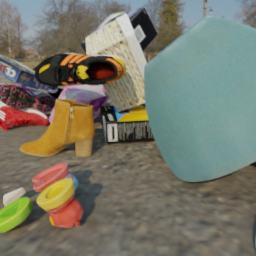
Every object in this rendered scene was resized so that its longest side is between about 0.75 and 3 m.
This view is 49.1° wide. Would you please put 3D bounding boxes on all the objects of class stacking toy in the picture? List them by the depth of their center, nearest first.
[{"bbox_3d":[-1.146,1.050,3.778,1.117,0.521,1.234,-29,16,-7],"label":"stacking toy"}]

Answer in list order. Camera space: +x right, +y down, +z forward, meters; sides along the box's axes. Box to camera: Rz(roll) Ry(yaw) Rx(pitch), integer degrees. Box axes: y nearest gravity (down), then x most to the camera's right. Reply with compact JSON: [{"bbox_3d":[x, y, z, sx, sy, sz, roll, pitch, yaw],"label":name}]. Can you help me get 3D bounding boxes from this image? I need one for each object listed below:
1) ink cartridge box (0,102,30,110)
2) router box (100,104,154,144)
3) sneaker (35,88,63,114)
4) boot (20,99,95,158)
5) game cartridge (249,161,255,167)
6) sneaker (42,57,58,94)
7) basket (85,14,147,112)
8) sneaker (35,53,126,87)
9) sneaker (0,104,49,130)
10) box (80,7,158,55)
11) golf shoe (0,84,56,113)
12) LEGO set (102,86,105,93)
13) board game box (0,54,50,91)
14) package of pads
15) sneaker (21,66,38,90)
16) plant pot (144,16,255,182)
[{"bbox_3d":[-4.098,-0.616,9.416,1.433,0.598,1.040,13,23,39],"label":"ink cartridge box"},{"bbox_3d":[0.146,-0.197,7.813,1.745,0.597,2.339,-3,14,-8],"label":"router box"},{"bbox_3d":[-2.570,-1.042,9.676,1.905,0.849,0.748,-9,49,26],"label":"sneaker"},{"bbox_3d":[-1.521,-0.014,5.948,1.674,1.198,0.589,2,14,7],"label":"boot"},{"bbox_3d":[3.146,0.543,5.298,1.522,0.451,2.348,-11,15,-23],"label":"game cartridge"},{"bbox_3d":[-2.449,-1.822,8.951,0.462,1.391,0.629,-1,-30,-29],"label":"sneaker"},{"bbox_3d":[-0.154,-1.601,7.239,1.236,2.003,1.358,-22,39,7],"label":"basket"},{"bbox_3d":[-1.047,-1.195,5.761,1.963,0.686,0.883,-3,15,3],"label":"sneaker"},{"bbox_3d":[-3.166,-0.158,8.255,1.488,0.583,0.860,15,47,0],"label":"sneaker"},{"bbox_3d":[-0.308,-2.744,8.682,1.644,1.021,1.657,13,58,48],"label":"box"},{"bbox_3d":[-3.137,-0.921,8.412,1.820,0.661,0.838,15,13,-42],"label":"golf shoe"},{"bbox_3d":[-0.008,-1.242,8.782,1.923,0.789,0.733,5,9,-9],"label":"LEGO set"},{"bbox_3d":[-2.814,-1.438,6.956,1.279,0.327,1.888,29,4,4],"label":"board game box"},{"bbox_3d":[-1.396,-0.707,8.482,0.762,1.213,2.014,41,25,8],"label":"package of pads"},{"bbox_3d":[-3.462,-1.633,10.142,1.612,0.578,0.667,-50,13,-10],"label":"sneaker"},{"bbox_3d":[1.307,-0.702,4.683,2.709,1.825,2.709,-39,8,6],"label":"plant pot"}]
